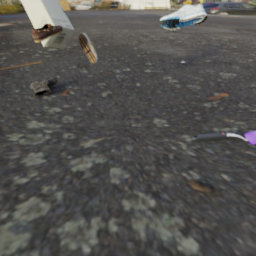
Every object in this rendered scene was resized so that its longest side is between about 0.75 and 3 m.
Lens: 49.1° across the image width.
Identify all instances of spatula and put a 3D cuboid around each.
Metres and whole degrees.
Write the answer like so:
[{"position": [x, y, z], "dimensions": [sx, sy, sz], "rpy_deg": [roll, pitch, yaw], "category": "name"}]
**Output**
[{"position": [2.995, 0.254, 8.088], "dimensions": [2.355, 0.242, 0.666], "rpy_deg": [0, 26, 0], "category": "spatula"}]

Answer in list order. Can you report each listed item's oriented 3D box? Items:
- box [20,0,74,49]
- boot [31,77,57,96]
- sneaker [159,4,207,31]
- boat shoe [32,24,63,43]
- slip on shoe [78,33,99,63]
[{"position": [-2.967, -4.116, 10.124], "dimensions": [0.859, 1.033, 2.514], "rpy_deg": [-8, 63, -45], "category": "box"}, {"position": [-3.430, -1.672, 11.701], "dimensions": [1.255, 0.434, 1.092], "rpy_deg": [-24, 35, -21], "category": "boot"}, {"position": [1.870, -3.888, 9.711], "dimensions": [1.603, 0.601, 0.695], "rpy_deg": [-8, 70, 5], "category": "sneaker"}, {"position": [-2.337, -2.845, 8.171], "dimensions": [0.380, 0.380, 1.081], "rpy_deg": [10, 38, 30], "category": "boat shoe"}, {"position": [-1.502, -3.113, 10.908], "dimensions": [0.459, 1.208, 0.366], "rpy_deg": [-25, 12, 33], "category": "slip on shoe"}]
